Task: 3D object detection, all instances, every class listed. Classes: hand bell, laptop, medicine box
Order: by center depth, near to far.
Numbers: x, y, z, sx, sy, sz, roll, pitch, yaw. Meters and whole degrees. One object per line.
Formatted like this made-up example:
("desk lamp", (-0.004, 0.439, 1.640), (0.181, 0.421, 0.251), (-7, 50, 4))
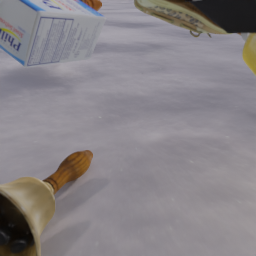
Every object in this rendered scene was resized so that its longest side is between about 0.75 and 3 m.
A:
("laptop", (1.136, -1.302, 2.195), (0.753, 1.300, 1.217), (-33, 34, -33))
("medicine box", (-1.524, -1.846, 4.666), (1.546, 0.874, 1.698), (37, 29, 13))
("hand bell", (-1.328, 0.995, 4.815), (1.500, 1.500, 2.880), (9, 18, 16))

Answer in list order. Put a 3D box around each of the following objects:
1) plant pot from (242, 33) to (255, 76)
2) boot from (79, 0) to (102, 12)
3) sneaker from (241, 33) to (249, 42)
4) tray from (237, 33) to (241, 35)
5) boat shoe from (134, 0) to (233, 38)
("plant pot", (2.607, -0.747, 3.256), (2.154, 2.154, 2.027), (-21, 59, -33))
("boot", (-1.140, -2.913, 6.618), (1.367, 0.651, 1.766), (-18, 26, -40))
("sneaker", (2.646, -2.920, 6.290), (0.980, 2.623, 1.076), (-49, 55, 1))
("tray", (3.301, -2.957, 7.876), (0.140, 0.755, 0.372), (-37, 59, -20))
("boat shoe", (0.933, -1.827, 4.322), (1.692, 0.620, 0.530), (16, -19, -19))
